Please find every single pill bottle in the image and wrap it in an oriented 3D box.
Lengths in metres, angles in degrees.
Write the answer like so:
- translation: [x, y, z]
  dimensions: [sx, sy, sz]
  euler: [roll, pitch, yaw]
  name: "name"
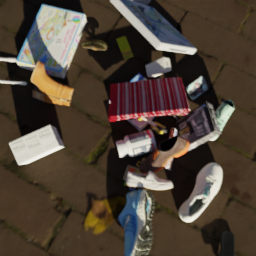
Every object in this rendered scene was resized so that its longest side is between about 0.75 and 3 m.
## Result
- translation: [0.261, 0.580, 9.682]
  dimensions: [1.282, 0.767, 0.767]
  euler: [-15, 73, -5]
  name: "pill bottle"

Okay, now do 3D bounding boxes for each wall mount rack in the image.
- translation: [-4.734, -2.292, 9.794]
  dimensions: [2.091, 2.407, 0.897]
  euler: [40, 70, 13]
  name: "wall mount rack"

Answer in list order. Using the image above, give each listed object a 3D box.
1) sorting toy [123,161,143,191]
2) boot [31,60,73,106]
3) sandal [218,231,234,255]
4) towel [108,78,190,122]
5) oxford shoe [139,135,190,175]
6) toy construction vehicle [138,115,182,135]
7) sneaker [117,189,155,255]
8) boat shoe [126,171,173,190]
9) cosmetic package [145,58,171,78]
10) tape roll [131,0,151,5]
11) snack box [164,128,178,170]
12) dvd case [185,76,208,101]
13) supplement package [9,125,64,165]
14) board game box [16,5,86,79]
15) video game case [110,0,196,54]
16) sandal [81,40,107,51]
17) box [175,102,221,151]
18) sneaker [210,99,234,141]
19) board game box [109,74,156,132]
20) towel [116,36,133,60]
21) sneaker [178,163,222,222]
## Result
- translation: [0.188, 1.619, 9.674]
  dimensions: [0.597, 0.145, 1.061]
  euler: [19, 73, 6]
  name: "sorting toy"
- translation: [-2.622, -1.529, 9.861]
  dimensions: [1.402, 1.813, 0.668]
  euler: [15, 55, -6]
  name: "boot"
- translation: [3.088, 4.008, 8.845]
  dimensions: [0.535, 0.341, 1.423]
  euler: [18, 60, 7]
  name: "sandal"
- translation: [0.631, -1.013, 9.635]
  dimensions: [2.649, 0.298, 1.916]
  euler: [-5, 45, 3]
  name: "towel"
- translation: [1.033, 0.848, 9.246]
  dimensions: [1.958, 0.710, 0.697]
  euler: [-38, 45, 19]
  name: "oxford shoe"
- translation: [1.174, -0.431, 9.911]
  dimensions: [1.392, 0.490, 1.212]
  euler: [31, 85, -14]
  name: "toy construction vehicle"
- translation: [0.167, 3.138, 8.884]
  dimensions: [1.065, 0.928, 2.368]
  euler: [-5, 62, 32]
  name: "sneaker"
- translation: [0.698, 1.669, 9.052]
  dimensions: [1.523, 0.539, 0.528]
  euler: [5, 94, 2]
  name: "boat shoe"
- translation: [1.110, -2.236, 10.434]
  dimensions: [0.380, 0.897, 0.482]
  euler: [-4, 84, -43]
  name: "cosmetic package"
- translation: [0.451, -5.729, 11.927]
  dimensions: [1.143, 0.378, 1.143]
  euler: [0, 71, 1]
  name: "tape roll"
- translation: [1.494, 0.739, 9.766]
  dimensions: [0.169, 0.498, 1.387]
  euler: [6, 71, 26]
  name: "snack box"
- translation: [2.593, -1.498, 10.527]
  dimensions: [0.808, 0.089, 0.590]
  euler: [-36, 112, -10]
  name: "dvd case"
- translation: [-3.003, 0.583, 9.367]
  dimensions: [1.401, 1.091, 0.777]
  euler: [-24, 87, -6]
  name: "supplement package"
- translation: [-3.004, -3.475, 11.144]
  dimensions: [1.868, 0.476, 2.779]
  euler: [15, 73, 5]
  name: "board game box"
- translation: [0.988, -3.770, 10.341]
  dimensions: [2.535, 0.306, 2.780]
  euler: [-12, 57, -50]
  name: "video game case"
- translation: [-1.305, -3.172, 10.907]
  dimensions: [1.034, 0.282, 0.423]
  euler: [4, 70, 10]
  name: "sandal"
- translation: [2.326, -0.023, 9.489]
  dimensions: [0.362, 1.454, 1.147]
  euler: [17, 54, -35]
  name: "box"
- translation: [3.103, -0.338, 9.599]
  dimensions: [0.602, 0.965, 1.636]
  euler: [31, 52, 10]
  name: "sneaker"
- translation: [0.427, -0.969, 10.410]
  dimensions: [1.617, 0.333, 1.620]
  euler: [42, 77, 12]
  name: "board game box"
- translation: [-0.133, -3.211, 11.213]
  dimensions: [0.409, 0.086, 0.951]
  euler: [-19, 79, -7]
  name: "towel"
- translation: [2.482, 2.083, 9.084]
  dimensions: [0.835, 0.982, 2.220]
  euler: [32, 75, 11]
  name: "sneaker"
